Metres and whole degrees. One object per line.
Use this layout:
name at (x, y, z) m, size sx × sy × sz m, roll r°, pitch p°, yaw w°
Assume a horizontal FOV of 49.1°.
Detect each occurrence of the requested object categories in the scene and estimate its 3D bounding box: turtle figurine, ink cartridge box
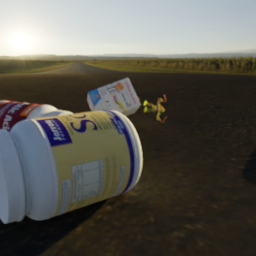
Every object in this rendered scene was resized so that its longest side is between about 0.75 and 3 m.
turtle figurine at (1.210, -0.907, 12.420) m, size 1.023 × 1.269 × 0.409 m, roll 10°, pitch -10°, yaw -19°
ink cartridge box at (-0.644, -1.064, 11.873) m, size 1.819 × 1.339 × 1.315 m, roll -23°, pitch -5°, yaw -14°

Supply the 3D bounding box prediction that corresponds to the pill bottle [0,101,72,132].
pill bottle at (-3.142, 0.045, 9.118) m, size 2.962 × 1.691 × 1.691 m, roll 7°, pitch 17°, yaw 29°

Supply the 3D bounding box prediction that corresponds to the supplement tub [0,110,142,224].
supplement tub at (-1.328, 0.729, 5.956) m, size 2.787 × 2.026 × 2.026 m, roll -10°, pitch 18°, yaw -36°
